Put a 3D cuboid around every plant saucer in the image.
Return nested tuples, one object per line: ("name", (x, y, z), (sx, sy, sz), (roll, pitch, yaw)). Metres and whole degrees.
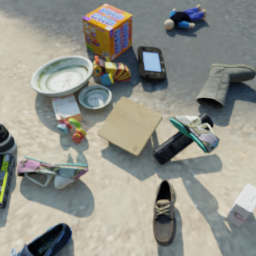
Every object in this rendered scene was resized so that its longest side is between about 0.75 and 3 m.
("plant saucer", (-1.446, -1.270, 12.332), (1.446, 0.363, 1.446), (0, 52, 0))
("plant saucer", (-2.909, -2.199, 12.665), (2.853, 0.716, 2.853), (-6, 45, 6))

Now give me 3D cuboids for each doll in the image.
("doll", (3.237, -6.259, 16.053), (2.643, 0.640, 1.803), (-25, 61, -18))

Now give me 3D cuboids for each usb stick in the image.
("usb stick", (2.088, 0.401, 10.512), (2.624, 0.428, 0.728), (-36, 100, -8))

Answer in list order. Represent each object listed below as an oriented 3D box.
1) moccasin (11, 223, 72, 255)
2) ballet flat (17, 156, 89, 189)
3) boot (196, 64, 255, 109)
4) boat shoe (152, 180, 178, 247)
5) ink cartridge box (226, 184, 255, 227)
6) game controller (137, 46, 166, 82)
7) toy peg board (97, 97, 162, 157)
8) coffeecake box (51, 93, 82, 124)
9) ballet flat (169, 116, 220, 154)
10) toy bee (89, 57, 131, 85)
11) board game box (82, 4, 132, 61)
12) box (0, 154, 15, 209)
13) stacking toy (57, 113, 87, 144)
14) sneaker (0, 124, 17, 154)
("moccasin", (-2.845, 3.658, 8.146), (1.043, 0.884, 2.592), (34, 59, 23))
("ballet flat", (-2.688, 1.625, 9.854), (2.647, 0.915, 0.942), (6, 71, 11))
("boot", (4.386, -1.846, 12.451), (2.248, 0.897, 2.472), (7, 44, 23))
("boat shoe", (1.062, 2.539, 8.645), (0.800, 0.787, 2.148), (-12, 38, 17))
("ink cartridge box", (3.657, 2.458, 8.865), (0.521, 1.232, 0.890), (33, 59, 23))
("game controller", (1.132, -3.172, 13.724), (1.283, 0.518, 2.460), (-2, 53, -2))
("toy peg board", (0.119, 0.064, 11.113), (1.894, 0.927, 1.887), (27, 72, 21))
("coffeecake box", (-2.627, -0.786, 11.887), (0.974, 0.464, 1.269), (-17, 54, -13))
("ballet flat", (2.295, 0.059, 9.551), (0.837, 0.837, 2.326), (-20, 33, -15))
("toy bee", (-1.076, -2.602, 12.779), (2.443, 1.328, 1.599), (-24, 56, -18))
("board game box", (-1.009, -4.848, 14.227), (1.765, 1.764, 1.764), (32, 59, 23))
("box", (-5.135, 1.885, 9.813), (1.932, 0.475, 2.001), (-3, 51, -5))
("stacking toy", (-2.308, 0.048, 10.886), (1.227, 1.110, 0.518), (24, 67, 16))
("sneaker", (-5.818, 0.312, 10.267), (2.966, 1.659, 1.084), (-7, 52, -5))
